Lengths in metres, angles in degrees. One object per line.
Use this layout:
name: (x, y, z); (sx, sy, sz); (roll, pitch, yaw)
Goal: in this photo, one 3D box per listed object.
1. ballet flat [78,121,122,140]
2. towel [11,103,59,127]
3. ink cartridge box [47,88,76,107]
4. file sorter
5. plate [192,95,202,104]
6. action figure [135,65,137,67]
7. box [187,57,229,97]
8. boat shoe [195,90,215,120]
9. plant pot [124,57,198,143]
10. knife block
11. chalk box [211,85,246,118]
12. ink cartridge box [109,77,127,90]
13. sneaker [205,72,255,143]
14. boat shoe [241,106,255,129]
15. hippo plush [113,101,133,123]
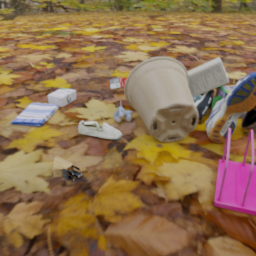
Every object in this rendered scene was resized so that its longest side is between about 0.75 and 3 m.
ballet flat: (-1.035, 0.058, 9.997); (1.656, 0.594, 0.594); (7, 29, 11)
towel: (-3.778, -0.584, 11.509); (1.339, 0.217, 1.824); (4, 29, 8)
ink cartridge box: (-2.996, -1.400, 12.735); (0.803, 0.463, 1.099); (13, 31, 22)
file sorter: (3.534, 1.084, 6.902); (2.430, 1.524, 1.689); (9, 37, 17)
plate: (2.429, -1.300, 12.722); (2.492, 0.318, 2.492); (0, 28, 0)
action figure: (0.939, -3.231, 16.077); (1.179, 0.409, 0.767); (25, 9, 33)
box: (2.946, -1.974, 11.546); (2.088, 0.992, 0.812); (-21, 19, 22)
boat shoe: (3.170, -0.973, 11.565); (0.607, 0.761, 2.013); (37, 54, 13)
plant pot: (1.301, -0.841, 10.027); (2.571, 2.571, 2.353); (-5, 41, -9)
knife block: (-1.763, 1.171, 8.199); (0.818, 0.298, 0.932); (-3, 28, -8)
chalk box: (4.235, -1.078, 11.497); (1.752, 1.090, 1.084); (-3, 29, -8)
ink cartridge box: (-0.421, -2.180, 13.570); (0.906, 0.494, 0.228); (-10, -8, 12)
sneaker: (3.456, -0.820, 9.510); (1.005, 2.670, 1.177); (27, 23, -15)
boat shoe: (4.761, -0.730, 9.798); (0.812, 2.244, 0.810); (-25, 57, -39)
hippo plush: (-0.185, -0.506, 11.095); (0.634, 0.628, 0.789); (16, 57, -28)
